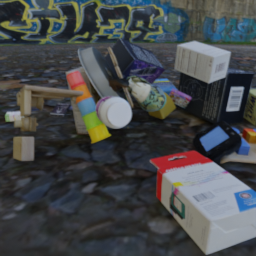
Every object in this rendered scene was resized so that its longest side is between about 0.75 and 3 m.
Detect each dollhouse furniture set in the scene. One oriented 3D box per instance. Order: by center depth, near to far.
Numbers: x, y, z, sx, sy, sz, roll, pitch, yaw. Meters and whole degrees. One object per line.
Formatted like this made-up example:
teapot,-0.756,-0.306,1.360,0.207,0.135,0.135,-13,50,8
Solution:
dollhouse furniture set,-2.419,-0.059,8.329,1.598,1.961,1.865,1,-3,-30

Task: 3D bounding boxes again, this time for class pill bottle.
pill bottle,-0.412,-0.454,8.080,0.891,0.891,1.588,-6,9,-14

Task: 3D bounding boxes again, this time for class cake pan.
cake pan,-0.856,-1.812,10.094,0.478,2.608,2.608,-30,19,11

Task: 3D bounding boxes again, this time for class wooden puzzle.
wooden puzzle,3.908,0.501,9.199,2.333,0.540,2.161,1,22,0

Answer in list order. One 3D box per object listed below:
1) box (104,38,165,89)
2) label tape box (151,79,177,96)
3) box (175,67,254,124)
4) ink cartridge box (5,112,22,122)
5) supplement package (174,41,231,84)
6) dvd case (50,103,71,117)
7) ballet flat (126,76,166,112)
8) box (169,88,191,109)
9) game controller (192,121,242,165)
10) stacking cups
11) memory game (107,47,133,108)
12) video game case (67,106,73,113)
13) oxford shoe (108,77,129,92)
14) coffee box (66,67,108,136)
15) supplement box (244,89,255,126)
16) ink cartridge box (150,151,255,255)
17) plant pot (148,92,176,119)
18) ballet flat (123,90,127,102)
box,0.115,-2.683,12.889,2.580,1.909,1.346,-1,52,-52
label tape box,1.546,-1.976,15.032,1.653,0.763,2.307,-5,23,-5
box,3.590,-1.583,12.126,1.529,2.120,2.856,-5,23,-27
ink cartridge box,-4.799,-0.496,12.079,0.853,0.287,0.499,-4,22,-10
supplement package,2.606,-2.379,10.000,0.958,0.961,1.639,-22,40,-31
dvd case,-3.102,-0.836,12.845,0.671,0.072,0.903,5,41,12
ballet flat,0.461,-1.357,10.492,1.051,1.051,2.832,-6,20,-15
box,2.216,-1.281,12.225,0.915,0.626,0.179,26,53,2
game controller,2.602,0.384,8.394,0.497,1.230,2.358,45,13,-7
stacking cups,-1.285,-0.702,9.088,0.706,2.333,0.706,-21,2,1
memory game,-0.263,-1.785,9.975,0.147,2.301,2.301,-21,23,2
video game case,-1.886,-0.901,13.214,1.812,0.172,1.294,7,23,24
oxford shoe,-0.264,-1.261,8.285,0.370,0.430,1.018,-3,16,-28
coffee box,-1.392,-1.045,10.511,0.955,2.392,1.352,2,23,22
supplement box,5.959,-0.870,11.775,1.791,1.202,1.789,-1,22,-4
ink cartridge box,1.622,1.474,6.354,1.452,0.841,2.500,-8,23,-20
plant pot,1.339,-1.065,12.029,0.890,0.916,0.896,-40,35,-22
ballet flat,-0.294,-1.077,12.032,0.494,1.451,0.488,4,52,-20
